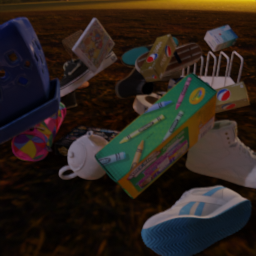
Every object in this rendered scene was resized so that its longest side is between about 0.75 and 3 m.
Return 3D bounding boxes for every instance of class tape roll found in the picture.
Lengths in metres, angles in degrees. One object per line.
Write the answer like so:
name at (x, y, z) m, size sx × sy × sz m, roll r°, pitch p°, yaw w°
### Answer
tape roll at (0.876, -0.856, 10.681) m, size 1.341 × 0.469 × 1.341 m, roll 13°, pitch 33°, yaw -9°

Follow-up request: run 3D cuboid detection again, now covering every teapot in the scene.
teapot at (-1.121, 0.737, 7.105) m, size 1.249 × 1.265 × 0.924 m, roll -1°, pitch -8°, yaw 45°

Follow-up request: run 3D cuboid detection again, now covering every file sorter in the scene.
file sorter at (3.891, -2.737, 13.355) m, size 2.518 × 1.568 × 1.747 m, roll 1°, pitch 28°, yaw 3°

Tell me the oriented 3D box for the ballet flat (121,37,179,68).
ballet flat at (0.833, -2.722, 10.464) m, size 2.232 × 0.789 × 0.789 m, roll -21°, pitch 30°, yaw 0°

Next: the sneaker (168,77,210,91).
sneaker at (2.169, -1.496, 9.929) m, size 1.683 × 0.692 × 0.622 m, roll -12°, pitch 15°, yaw -19°

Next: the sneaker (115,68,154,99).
sneaker at (0.668, -1.791, 10.632) m, size 1.247 × 0.878 × 2.347 m, roll 6°, pitch 40°, yaw 37°

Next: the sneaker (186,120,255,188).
sneaker at (2.877, 0.606, 7.277) m, size 2.612 × 1.509 × 0.962 m, roll 9°, pitch 27°, yaw 17°

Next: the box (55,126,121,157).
box at (-1.059, 0.475, 8.562) m, size 1.856 × 0.427 × 1.475 m, roll 8°, pitch 24°, yaw 16°

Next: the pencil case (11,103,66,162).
pencil case at (-2.751, -0.042, 8.918) m, size 1.178 × 1.178 × 2.665 m, roll -1°, pitch 28°, yaw -1°

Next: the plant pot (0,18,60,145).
plant pot at (-3.371, -1.215, 7.586) m, size 2.748 × 2.470 × 2.748 m, roll -29°, pitch 27°, yaw -1°

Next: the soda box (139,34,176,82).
soda box at (0.920, -2.097, 8.403) m, size 0.514 × 0.486 × 1.518 m, roll -1°, pitch 51°, yaw 41°

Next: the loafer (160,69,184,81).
loafer at (2.138, -2.836, 14.522) m, size 1.643 × 0.554 × 0.625 m, roll -13°, pitch 31°, yaw -16°

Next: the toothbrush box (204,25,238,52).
toothbrush box at (3.397, -3.286, 10.269) m, size 0.942 × 0.402 × 0.690 m, roll -21°, pitch 67°, yaw -14°

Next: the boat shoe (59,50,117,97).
boat shoe at (-1.849, -2.159, 10.463) m, size 2.995 × 0.954 × 1.059 m, roll -30°, pitch 19°, yaw 20°

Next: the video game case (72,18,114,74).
video game case at (-1.063, -2.569, 8.863) m, size 0.145 × 1.154 × 1.268 m, roll 20°, pitch 74°, yaw 38°

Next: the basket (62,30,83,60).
basket at (-1.639, -2.655, 9.036) m, size 0.771 × 0.550 × 0.574 m, roll -35°, pitch 82°, yaw -9°

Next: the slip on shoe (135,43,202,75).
slip on shoe at (1.344, -2.264, 9.558) m, size 2.405 × 0.914 × 0.728 m, roll -21°, pitch -6°, yaw -16°

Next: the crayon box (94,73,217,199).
crayon box at (0.735, 0.266, 6.370) m, size 2.779 × 1.650 × 0.809 m, roll -40°, pitch 62°, yaw -7°

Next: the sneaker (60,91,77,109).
sneaker at (-2.659, -1.084, 11.272) m, size 1.212 × 0.644 × 0.453 m, roll -23°, pitch 35°, yaw -37°

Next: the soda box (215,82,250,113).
soda box at (2.975, -0.903, 9.386) m, size 1.904 × 0.645 × 0.609 m, roll -15°, pitch 66°, yaw 27°

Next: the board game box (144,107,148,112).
board game box at (1.389, 0.206, 8.724) m, size 2.297 × 0.708 × 2.296 m, roll 9°, pitch 27°, yaw 11°

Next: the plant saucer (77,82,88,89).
plant saucer at (-2.419, -2.162, 13.766) m, size 0.940 × 0.152 × 0.940 m, roll 0°, pitch 30°, yaw 0°

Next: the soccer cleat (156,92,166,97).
soccer cleat at (1.851, -1.092, 11.313) m, size 0.787 × 0.637 × 1.823 m, roll -20°, pitch 35°, yaw -38°

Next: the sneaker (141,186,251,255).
sneaker at (1.320, 1.861, 5.804) m, size 2.439 × 0.933 × 0.985 m, roll -8°, pitch 19°, yaw -24°
